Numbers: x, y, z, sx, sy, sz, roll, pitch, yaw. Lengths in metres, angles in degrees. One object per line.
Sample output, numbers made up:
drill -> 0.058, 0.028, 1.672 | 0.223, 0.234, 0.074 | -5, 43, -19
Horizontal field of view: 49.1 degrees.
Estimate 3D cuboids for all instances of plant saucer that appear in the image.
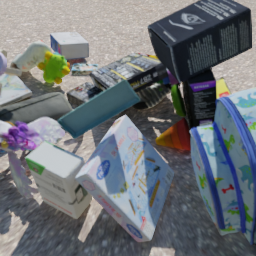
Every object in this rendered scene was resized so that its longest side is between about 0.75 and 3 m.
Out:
plant saucer -> -0.635, -0.393, 5.902 | 1.749, 0.611, 0.166 | -29, 36, 16

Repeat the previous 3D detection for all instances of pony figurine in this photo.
pony figurine -> -2.817, 0.273, 6.715 | 2.348, 1.955, 2.266 | 28, 6, -46

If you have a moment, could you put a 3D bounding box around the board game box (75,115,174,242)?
board game box -> 0.072, 1.036, 6.125 | 0.406, 1.967, 1.972 | -27, 20, 39

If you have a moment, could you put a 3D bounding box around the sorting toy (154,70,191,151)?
sorting toy -> 1.198, -0.555, 8.481 | 0.987, 0.994, 2.866 | -15, 58, 18

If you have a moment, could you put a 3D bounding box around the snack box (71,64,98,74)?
snack box -> -1.790, -2.472, 11.720 | 1.042, 0.193, 0.606 | 1, 39, 1

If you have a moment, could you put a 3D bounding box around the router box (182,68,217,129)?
router box -> 2.061, -1.140, 8.428 | 0.734, 2.143, 2.873 | -9, 38, 9

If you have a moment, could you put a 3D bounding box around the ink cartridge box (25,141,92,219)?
ink cartridge box -> -1.463, 1.154, 6.111 | 1.084, 1.486, 0.625 | 20, 47, 23

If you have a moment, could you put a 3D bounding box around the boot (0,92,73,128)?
boot -> -3.433, -0.617, 8.787 | 2.705, 0.982, 2.460 | -31, 60, -24

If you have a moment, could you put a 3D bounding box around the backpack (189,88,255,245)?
backpack -> 2.348, 0.718, 5.500 | 2.046, 2.784, 2.548 | -12, 46, 5

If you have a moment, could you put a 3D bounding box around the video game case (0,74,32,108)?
video game case -> -4.555, -1.348, 10.112 | 1.549, 0.187, 1.699 | -30, 51, -28

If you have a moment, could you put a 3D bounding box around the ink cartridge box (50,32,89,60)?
ink cartridge box -> -2.721, -3.808, 12.709 | 1.303, 0.729, 1.909 | -13, 41, -26

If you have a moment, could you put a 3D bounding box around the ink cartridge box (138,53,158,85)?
ink cartridge box -> 1.028, -2.249, 10.818 | 1.221, 0.583, 1.391 | 3, 40, -24

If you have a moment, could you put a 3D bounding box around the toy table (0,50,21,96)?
toy table -> -3.915, -1.681, 8.055 | 1.517, 1.395, 0.889 | 16, -1, 17

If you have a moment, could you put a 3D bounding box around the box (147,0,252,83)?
box -> 1.765, -2.306, 7.072 | 2.068, 1.079, 1.530 | -26, 43, 1

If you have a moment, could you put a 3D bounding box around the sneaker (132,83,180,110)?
sneaker -> 0.987, -1.178, 9.836 | 1.858, 0.697, 1.073 | -29, -2, 5

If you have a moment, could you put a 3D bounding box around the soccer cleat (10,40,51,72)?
soccer cleat -> -3.859, -2.680, 11.016 | 2.464, 0.854, 0.956 | -6, 47, 45

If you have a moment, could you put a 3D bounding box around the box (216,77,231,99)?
box -> 3.007, -0.611, 8.654 | 0.570, 0.856, 2.274 | -23, 33, 24

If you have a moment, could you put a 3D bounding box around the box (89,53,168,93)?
box -> -0.080, -1.760, 9.242 | 1.915, 0.583, 2.375 | -30, 29, -10

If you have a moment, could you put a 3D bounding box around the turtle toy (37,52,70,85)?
turtle toy -> -2.787, -2.215, 10.542 | 1.067, 1.465, 0.740 | 42, 35, -13

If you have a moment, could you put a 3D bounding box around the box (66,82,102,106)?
box -> -1.354, -1.115, 9.912 | 1.311, 0.326, 1.034 | 27, 46, 30
